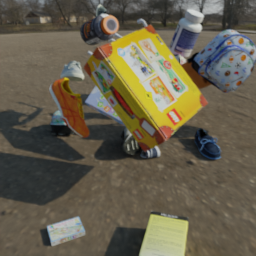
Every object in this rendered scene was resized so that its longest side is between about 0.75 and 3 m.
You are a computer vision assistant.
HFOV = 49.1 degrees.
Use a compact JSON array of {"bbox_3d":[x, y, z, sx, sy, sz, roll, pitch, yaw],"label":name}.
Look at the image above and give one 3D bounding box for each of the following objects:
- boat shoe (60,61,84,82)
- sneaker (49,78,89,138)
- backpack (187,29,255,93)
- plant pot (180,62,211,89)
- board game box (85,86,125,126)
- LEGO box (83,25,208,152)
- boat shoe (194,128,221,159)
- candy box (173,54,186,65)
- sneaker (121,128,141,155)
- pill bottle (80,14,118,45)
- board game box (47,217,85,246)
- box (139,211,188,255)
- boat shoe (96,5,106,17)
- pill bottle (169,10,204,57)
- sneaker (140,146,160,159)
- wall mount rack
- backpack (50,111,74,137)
[{"bbox_3d":[-2.353,-2.393,11.676,0.783,0.800,2.245,10,5,-26],"label":"boat shoe"},{"bbox_3d":[-1.560,-0.569,7.893,0.706,1.829,0.668,-29,1,13],"label":"sneaker"},{"bbox_3d":[3.572,-2.440,10.110,2.068,1.969,1.593,27,17,-30],"label":"backpack"},{"bbox_3d":[3.432,-2.592,12.336,1.927,1.349,1.927,-25,7,3],"label":"plant pot"},{"bbox_3d":[0.030,-1.437,9.550,1.941,2.566,0.469,28,-10,19],"label":"board game box"},{"bbox_3d":[0.504,-1.081,7.340,2.008,2.697,1.041,-35,-1,-35],"label":"LEGO box"},{"bbox_3d":[2.818,0.538,10.246,0.720,0.587,1.711,-7,26,-14],"label":"boat shoe"},{"bbox_3d":[1.637,-3.077,14.028,2.276,0.694,1.552,-6,2,22],"label":"candy box"},{"bbox_3d":[0.097,0.408,10.447,0.875,0.815,2.206,-2,17,17],"label":"sneaker"},{"bbox_3d":[-1.023,-3.591,10.220,0.902,0.902,1.699,-16,13,-30],"label":"pill bottle"},{"bbox_3d":[-1.484,2.451,6.673,0.790,0.135,0.531,-11,28,-22],"label":"board game box"},{"bbox_3d":[0.642,2.723,5.533,0.914,0.609,2.430,6,25,12],"label":"box"},{"bbox_3d":[-1.023,-4.230,10.871,0.350,1.134,0.413,30,68,7],"label":"boat shoe"},{"bbox_3d":[2.915,-4.681,13.900,1.147,2.068,1.147,12,39,-10],"label":"pill bottle"},{"bbox_3d":[0.635,0.694,10.085,0.625,0.404,1.153,-9,33,-22],"label":"sneaker"},{"bbox_3d":[-0.378,-3.505,11.872,2.871,1.070,2.494,-41,17,-22],"label":"wall mount rack"},{"bbox_3d":[-2.669,-0.251,11.698,1.053,0.893,1.186,0,20,-1],"label":"backpack"}]
